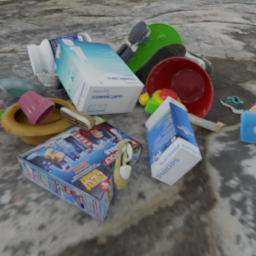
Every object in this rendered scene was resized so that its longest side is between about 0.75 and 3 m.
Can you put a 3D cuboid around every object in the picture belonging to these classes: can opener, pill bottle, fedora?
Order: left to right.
[{"bbox_3d":[-2.739,-0.122,8.868,2.309,0.942,2.309,4,36,-3],"label":"fedora"},{"bbox_3d":[-2.731,-2.981,11.543,2.491,1.442,1.442,-16,40,-19],"label":"pill bottle"},{"bbox_3d":[-0.196,-3.290,11.709,0.910,2.723,0.726,25,25,-53],"label":"can opener"}]

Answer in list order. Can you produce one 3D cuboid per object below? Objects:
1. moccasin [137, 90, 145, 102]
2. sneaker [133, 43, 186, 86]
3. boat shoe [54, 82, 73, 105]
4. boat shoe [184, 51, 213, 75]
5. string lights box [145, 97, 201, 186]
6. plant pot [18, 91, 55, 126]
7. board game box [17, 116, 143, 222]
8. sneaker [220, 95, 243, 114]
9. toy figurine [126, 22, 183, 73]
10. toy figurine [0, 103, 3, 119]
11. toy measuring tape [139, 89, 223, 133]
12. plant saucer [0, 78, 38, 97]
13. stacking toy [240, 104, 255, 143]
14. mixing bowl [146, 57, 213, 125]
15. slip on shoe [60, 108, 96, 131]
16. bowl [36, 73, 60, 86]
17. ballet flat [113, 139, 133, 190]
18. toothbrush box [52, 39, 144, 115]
[{"bbox_3d":[0.387,-1.324,10.839,0.456,0.481,1.246,9,25,-34],"label":"moccasin"},{"bbox_3d":[1.297,-2.567,11.399,0.921,2.408,1.380,52,21,0],"label":"sneaker"},{"bbox_3d":[-2.218,-1.744,11.138,0.915,0.824,2.544,10,39,12],"label":"boat shoe"},{"bbox_3d":[2.795,-2.903,12.568,0.830,0.921,2.606,1,29,-23],"label":"boat shoe"},{"bbox_3d":[1.184,0.292,8.022,0.706,1.230,2.394,28,32,-21],"label":"string lights box"},{"bbox_3d":[-2.755,-0.632,8.279,0.789,0.881,0.881,41,45,-1],"label":"plant pot"},{"bbox_3d":[-1.015,1.047,7.464,2.705,0.834,2.703,-30,46,-33],"label":"board game box"},{"bbox_3d":[3.897,-0.999,10.427,0.435,0.511,1.120,-17,40,-22],"label":"sneaker"},{"bbox_3d":[1.266,-3.688,13.246,2.925,2.196,2.692,-21,15,22],"label":"toy figurine"},{"bbox_3d":[-4.820,-0.751,9.841,1.088,0.817,1.001,5,29,-8],"label":"toy figurine"},{"bbox_3d":[1.762,-0.636,9.468,2.890,1.063,1.063,17,38,-3],"label":"toy measuring tape"},{"bbox_3d":[-4.102,-1.425,10.455,1.420,1.420,0.273,0,74,0],"label":"plant saucer"},{"bbox_3d":[4.285,-0.378,9.109,1.056,1.116,1.924,4,29,25],"label":"stacking toy"},{"bbox_3d":[1.884,-1.336,9.695,2.299,2.299,1.245,17,26,21],"label":"mixing bowl"},{"bbox_3d":[-1.459,-0.313,8.119,1.214,0.461,0.368,23,49,32],"label":"slip on shoe"},{"bbox_3d":[-3.030,-1.854,10.786,0.971,0.455,0.971,3,16,-1],"label":"bowl"},{"bbox_3d":[-0.086,0.870,6.915,0.450,0.450,1.274,4,69,5],"label":"ballet flat"},{"bbox_3d":[-1.165,-1.881,10.142,2.151,1.253,2.938,-7,46,-36],"label":"toothbrush box"}]
